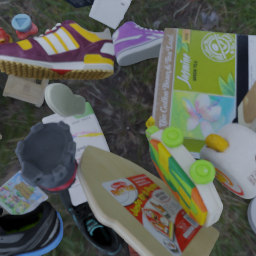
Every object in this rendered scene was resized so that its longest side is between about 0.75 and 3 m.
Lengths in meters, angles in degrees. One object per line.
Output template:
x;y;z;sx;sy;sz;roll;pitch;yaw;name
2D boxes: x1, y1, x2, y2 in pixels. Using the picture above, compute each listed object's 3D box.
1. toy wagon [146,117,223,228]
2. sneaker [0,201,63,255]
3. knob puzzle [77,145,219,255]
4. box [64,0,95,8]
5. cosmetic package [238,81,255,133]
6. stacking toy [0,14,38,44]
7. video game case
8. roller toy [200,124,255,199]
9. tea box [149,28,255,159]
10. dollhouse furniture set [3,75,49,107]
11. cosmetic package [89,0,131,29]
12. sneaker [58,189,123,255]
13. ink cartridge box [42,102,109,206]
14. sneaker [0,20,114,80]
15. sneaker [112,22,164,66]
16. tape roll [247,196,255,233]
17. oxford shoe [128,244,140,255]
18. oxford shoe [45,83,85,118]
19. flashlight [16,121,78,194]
0.778;0.637;4.649;0.399;1.565;2.017;-29;55;-11;toy wagon
-2.366;1.929;4.711;2.502;0.887;1.037;-18;116;-26;sneaker
0.139;1.260;4.718;2.953;2.953;0.409;37;103;11;knob puzzle
-0.917;-3.999;6.808;2.287;1.697;1.224;6;89;31;box
2.912;-0.596;4.844;1.245;2.367;0.841;8;61;2;cosmetic package
-3.587;-2.992;9.118;1.447;0.611;1.310;-41;76;-11;stacking toy
-2.490;1.591;6.490;0.842;0.102;0.925;-42;106;-7;video game case
1.797;0.566;4.649;0.851;1.219;1.112;-44;64;-6;roller toy
2.190;-0.788;7.675;2.940;1.997;2.989;6;73;3;tea box
-3.824;-0.967;8.229;2.326;1.639;1.630;17;71;-26;dollhouse furniture set
-0.192;-2.701;5.312;0.591;0.749;1.393;23;62;-16;cosmetic package
-0.989;2.234;7.292;0.904;0.951;2.399;-42;76;-10;sneaker
-1.266;0.634;7.529;1.442;0.829;2.463;-22;58;-7;ink cartridge box
-1.625;-1.744;6.132;2.661;0.997;1.199;1;84;-20;sneaker
0.668;-2.980;9.001;2.413;0.875;1.376;-13;70;-4;sneaker
3.912;2.321;7.361;1.377;0.455;1.377;-4;66;10;tape roll
0.599;2.938;7.046;1.066;1.022;2.888;-21;85;-36;oxford shoe
-1.516;-0.581;6.470;0.550;1.904;0.716;4;89;9;oxford shoe
-1.318;0.604;5.019;0.984;2.897;0.981;-14;76;-18;flashlight
